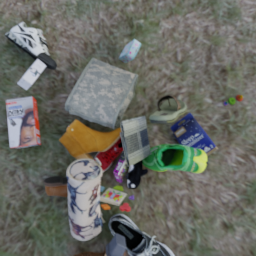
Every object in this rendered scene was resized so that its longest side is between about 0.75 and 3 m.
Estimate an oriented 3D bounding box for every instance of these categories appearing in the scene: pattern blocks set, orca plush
[{"bbox_3d":[-0.516,2.387,9.688,1.447,1.272,0.117,5,115,12],"label":"pattern blocks set"},{"bbox_3d":[0.443,1.355,9.828,0.648,0.960,1.824,14,91,19],"label":"orca plush"}]

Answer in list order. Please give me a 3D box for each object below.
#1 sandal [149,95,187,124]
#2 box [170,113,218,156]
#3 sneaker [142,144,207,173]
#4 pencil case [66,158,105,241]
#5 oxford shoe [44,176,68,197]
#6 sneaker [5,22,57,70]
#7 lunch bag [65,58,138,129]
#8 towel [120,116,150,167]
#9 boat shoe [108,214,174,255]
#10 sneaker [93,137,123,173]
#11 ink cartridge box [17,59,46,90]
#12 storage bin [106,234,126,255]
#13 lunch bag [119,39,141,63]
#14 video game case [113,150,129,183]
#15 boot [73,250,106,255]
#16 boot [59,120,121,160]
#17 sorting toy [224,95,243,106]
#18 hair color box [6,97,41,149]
[{"bbox_3d":[1.418,-0.742,9.719,1.037,2.611,0.745,-5,103,20],"label":"sandal"},{"bbox_3d":[2.366,0.384,10.327,1.015,0.271,1.675,-39,76,21],"label":"box"},{"bbox_3d":[1.297,0.917,9.323,1.152,2.756,1.021,20,74,-32],"label":"sneaker"},{"bbox_3d":[-1.333,2.281,8.968,1.047,2.691,1.204,25,35,34],"label":"pencil case"},{"bbox_3d":[-1.989,2.130,10.065,1.942,0.693,0.692,-1,107,-3],"label":"oxford shoe"},{"bbox_3d":[-3.615,-3.326,11.066,2.512,0.931,1.112,39,82,8],"label":"sneaker"},{"bbox_3d":[-0.934,-1.085,10.078,1.913,1.371,2.332,22,57,7],"label":"lunch bag"},{"bbox_3d":[0.228,0.396,9.114,0.251,1.454,1.400,-4,99,34],"label":"towel"},{"bbox_3d":[0.510,3.972,9.320,2.860,0.977,1.056,44,84,10],"label":"boat shoe"},{"bbox_3d":[-0.652,0.886,10.007,0.707,1.042,1.804,39,80,1],"label":"sneaker"},{"bbox_3d":[-3.415,-1.879,9.915,0.408,0.696,0.951,38,61,-23],"label":"ink cartridge box"},{"bbox_3d":[-0.306,3.677,8.573,0.578,0.794,0.534,28,96,-8],"label":"storage bin"},{"bbox_3d":[0.084,-2.974,10.865,0.388,1.007,0.808,32,78,-21],"label":"lunch bag"},{"bbox_3d":[-0.134,1.252,9.767,0.222,1.237,1.121,23,68,13],"label":"video game case"},{"bbox_3d":[-1.157,4.695,9.332,1.970,0.739,1.056,-2,82,-2],"label":"boot"},{"bbox_3d":[-1.246,0.231,9.470,2.027,0.713,1.451,-40,96,7],"label":"boot"},{"bbox_3d":[4.125,-1.099,10.890,0.827,0.285,0.287,-21,78,-6],"label":"sorting toy"},{"bbox_3d":[-3.893,-0.183,10.410,0.999,0.576,1.802,-9,81,-4],"label":"hair color box"}]
